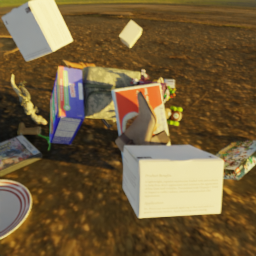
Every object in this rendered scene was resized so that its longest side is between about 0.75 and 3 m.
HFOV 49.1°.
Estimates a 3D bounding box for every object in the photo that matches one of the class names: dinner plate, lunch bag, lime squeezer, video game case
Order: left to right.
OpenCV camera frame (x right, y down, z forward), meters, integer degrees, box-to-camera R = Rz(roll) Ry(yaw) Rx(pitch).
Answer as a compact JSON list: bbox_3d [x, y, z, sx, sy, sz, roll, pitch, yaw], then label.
[{"bbox_3d":[-3.992,2.387,7.913,2.452,0.297,2.452,0,32,0],"label":"dinner plate"},{"bbox_3d":[-4.380,1.008,10.208,1.874,0.239,1.693,-25,40,-34],"label":"video game case"},{"bbox_3d":[-3.141,0.503,10.870,0.333,0.178,0.942,1,37,-47],"label":"lime squeezer"},{"bbox_3d":[-0.713,-1.281,10.964,2.352,1.973,1.639,4,7,-17],"label":"lunch bag"}]

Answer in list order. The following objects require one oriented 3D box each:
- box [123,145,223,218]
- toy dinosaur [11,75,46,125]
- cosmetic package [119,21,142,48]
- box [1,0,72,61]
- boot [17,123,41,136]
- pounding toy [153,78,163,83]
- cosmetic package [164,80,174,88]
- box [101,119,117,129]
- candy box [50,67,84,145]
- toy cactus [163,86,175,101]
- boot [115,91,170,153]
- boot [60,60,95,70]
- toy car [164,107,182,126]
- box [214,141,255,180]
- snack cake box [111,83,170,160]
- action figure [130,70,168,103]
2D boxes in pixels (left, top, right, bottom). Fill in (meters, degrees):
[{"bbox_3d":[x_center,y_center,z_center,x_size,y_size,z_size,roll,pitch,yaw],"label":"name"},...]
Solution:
[{"bbox_3d":[0.985,1.216,7.045,1.990,1.308,2.001,0,6,-10],"label":"box"},{"bbox_3d":[-2.941,-0.851,7.926,0.432,1.819,0.802,-30,-3,-21],"label":"toy dinosaur"},{"bbox_3d":[0.102,-3.793,11.463,0.559,0.791,1.529,38,8,-5],"label":"cosmetic package"},{"bbox_3d":[-2.935,-3.192,9.074,1.553,1.561,1.020,-4,31,38],"label":"box"},{"bbox_3d":[-4.116,0.047,11.758,0.886,0.293,0.776,-4,45,-5],"label":"boot"},{"bbox_3d":[0.999,-1.854,13.110,1.815,1.038,1.041,-28,13,48],"label":"pounding toy"},{"bbox_3d":[2.342,-2.534,16.040,0.593,0.203,0.786,2,32,9],"label":"cosmetic package"},{"bbox_3d":[-0.508,-1.193,12.192,2.233,0.403,1.597,-37,90,-31],"label":"box"},{"bbox_3d":[-2.307,-0.723,10.278,0.898,2.330,1.970,4,63,-23],"label":"candy box"},{"bbox_3d":[1.620,-1.458,12.134,0.817,0.990,0.506,-15,76,0],"label":"toy cactus"},{"bbox_3d":[0.266,0.090,8.389,1.459,1.996,0.701,-30,-7,11],"label":"boot"},{"bbox_3d":[-2.044,-2.401,11.553,1.404,0.693,1.808,-6,2,-17],"label":"boot"},{"bbox_3d":[1.435,-0.491,9.992,0.782,0.643,0.617,15,0,-34],"label":"toy car"},{"bbox_3d":[3.535,1.023,9.316,2.031,0.383,1.387,-29,12,-33],"label":"box"},{"bbox_3d":[0.446,0.047,9.210,1.589,2.762,0.928,-9,-1,0],"label":"snack cake box"},{"bbox_3d":[0.767,-1.527,10.133,1.468,0.984,1.093,26,19,14],"label":"action figure"}]
